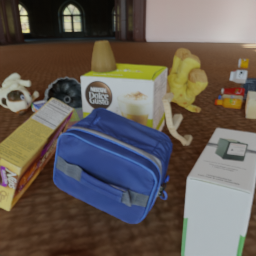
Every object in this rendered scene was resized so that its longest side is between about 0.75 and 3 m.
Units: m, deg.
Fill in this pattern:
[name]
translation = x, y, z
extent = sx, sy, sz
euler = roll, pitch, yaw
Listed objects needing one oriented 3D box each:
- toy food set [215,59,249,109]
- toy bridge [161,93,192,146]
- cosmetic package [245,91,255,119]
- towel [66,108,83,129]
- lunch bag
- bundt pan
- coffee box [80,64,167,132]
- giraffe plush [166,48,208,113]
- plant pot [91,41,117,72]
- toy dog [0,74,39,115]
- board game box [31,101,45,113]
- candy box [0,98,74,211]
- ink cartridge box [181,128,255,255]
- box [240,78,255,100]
[toy food set]
translation = 5.122, -2.111, 13.808
extent = 1.184, 2.631, 1.256
euler = 8, -13, 24
[toy bridge]
translation = 1.120, -0.128, 6.653
extent = 0.203, 1.492, 0.502
euler = -2, 40, 40
[cosmetic package]
translation = 6.419, -0.868, 11.946
extent = 2.562, 0.911, 1.348
euler = 8, 24, 19
[towel]
translation = -1.997, -0.422, 11.471
extent = 1.671, 0.190, 1.200
euler = -11, 42, -22
[lunch bag]
translation = -0.293, 0.907, 6.287
extent = 2.597, 1.764, 1.718
euler = 21, 33, 14
[bundt pan]
translation = -2.697, -1.204, 11.731
extent = 1.845, 1.845, 0.692
euler = -17, 19, -36
[coffee box]
translation = -0.038, -0.886, 10.027
extent = 2.438, 2.414, 2.442
euler = 7, 24, 16
[giraffe plush]
translation = 1.708, -1.714, 11.877
extent = 2.270, 2.799, 2.415
euler = -12, 40, -11
[plant pot]
translation = -0.841, -2.403, 9.352
extent = 0.869, 0.932, 0.869
euler = -2, 25, 1
[toy dog]
translation = -5.144, -1.434, 12.729
extent = 2.022, 1.455, 2.085
euler = -28, 34, -26
[board game box]
translation = -3.072, -1.004, 12.938
extent = 2.316, 0.399, 1.568
euler = -15, 27, -32
[candy box]
translation = -2.427, 0.539, 7.112
extent = 0.765, 1.581, 2.711
euler = 28, 33, 0
[ink cartridge box]
translation = 1.966, 1.282, 5.679
extent = 1.041, 1.807, 2.476
euler = 10, 24, 25
[box]
translation = 6.265, -2.008, 14.492
extent = 0.788, 1.062, 0.569
euler = 2, 23, 3
